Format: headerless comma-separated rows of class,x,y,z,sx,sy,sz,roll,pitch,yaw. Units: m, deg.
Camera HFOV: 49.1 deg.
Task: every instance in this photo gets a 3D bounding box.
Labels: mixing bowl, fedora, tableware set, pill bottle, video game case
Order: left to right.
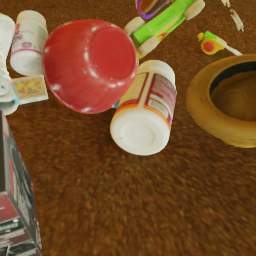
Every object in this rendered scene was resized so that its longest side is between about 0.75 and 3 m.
video game case,-3.665,-1.378,10.024,1.376,0.173,1.512,-13,44,-14
pill bottle,-2.087,-1.823,5.980,0.721,0.721,1.272,-5,63,-5
mixing bowl,-0.546,-1.303,5.538,1.989,1.989,1.077,-34,17,-32
pill bottle,0.577,-0.724,8.252,1.575,1.575,2.875,9,43,10
tableware set,2.107,-2.476,5.833,1.123,0.130,0.938,59,28,2
fedora,2.649,-0.469,6.117,2.828,1.153,2.828,-6,47,7

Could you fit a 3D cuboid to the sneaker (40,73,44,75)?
sneaker,-2.456,-2.102,7.837,0.793,1.188,2.075,19,12,4

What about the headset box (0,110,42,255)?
headset box,-1.734,0.794,3.649,0.713,1.846,1.374,-14,45,-15

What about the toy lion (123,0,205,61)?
toy lion,0.634,-2.334,7.031,2.188,2.097,0.751,-39,92,-3

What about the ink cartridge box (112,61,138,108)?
ink cartridge box,-0.722,-1.656,9.475,1.801,1.303,1.326,14,44,15

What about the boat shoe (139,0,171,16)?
boat shoe,1.161,-3.861,7.534,0.871,2.477,0.872,8,71,-25

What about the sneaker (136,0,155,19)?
sneaker,1.023,-5.111,9.569,0.981,2.822,1.403,21,30,-10

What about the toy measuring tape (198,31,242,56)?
toy measuring tape,3.884,-3.330,11.992,2.173,0.799,0.799,35,49,4

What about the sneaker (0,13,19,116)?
sneaker,-2.412,-0.808,4.820,1.298,1.123,2.996,13,57,-2
